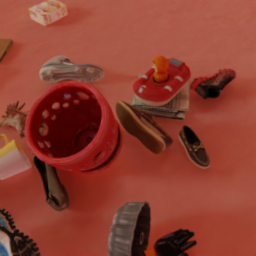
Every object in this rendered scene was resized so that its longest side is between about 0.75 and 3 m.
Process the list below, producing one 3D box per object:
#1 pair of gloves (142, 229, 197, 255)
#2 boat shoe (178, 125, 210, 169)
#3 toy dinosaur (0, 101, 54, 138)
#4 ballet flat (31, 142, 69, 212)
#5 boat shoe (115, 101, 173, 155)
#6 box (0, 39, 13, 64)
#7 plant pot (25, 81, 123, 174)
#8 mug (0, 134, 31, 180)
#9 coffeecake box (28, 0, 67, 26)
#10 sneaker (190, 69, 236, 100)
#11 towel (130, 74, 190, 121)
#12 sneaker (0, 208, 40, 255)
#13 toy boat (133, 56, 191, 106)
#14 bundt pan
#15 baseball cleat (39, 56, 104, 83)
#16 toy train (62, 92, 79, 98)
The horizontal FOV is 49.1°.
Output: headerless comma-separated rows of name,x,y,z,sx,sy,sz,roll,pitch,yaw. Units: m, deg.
pair of gloves,1.338,3.435,6.952,1.481,0.206,1.663,-25,58,-17
boat shoe,2.158,0.602,9.158,0.566,0.478,1.587,-19,53,-15
toy dinosaur,-3.270,-0.284,9.650,2.477,1.063,1.679,8,9,-17
ballet flat,-2.455,1.374,8.307,0.582,0.845,2.509,-11,54,-34
boat shoe,0.534,-0.132,9.605,0.871,0.873,2.420,-27,56,-34
box,-6.550,-3.516,12.737,2.109,0.224,1.724,4,51,2
plant pot,-1.413,0.175,8.160,2.373,2.161,2.373,-5,67,12
mug,-3.744,0.972,8.600,1.023,0.998,1.246,-32,57,-13
coffeecake box,-4.167,-6.059,14.623,1.184,0.563,1.542,33,58,24
sneaker,3.462,-1.658,10.890,2.030,0.718,0.992,-21,57,-18
towel,1.263,-1.282,10.785,2.150,0.386,2.233,9,52,7
sneaker,-3.012,3.033,6.987,0.951,0.829,2.115,-47,73,15
toy boat,1.164,-1.912,10.101,1.516,1.518,2.323,31,64,32
bundt pan,0.023,2.600,6.765,0.669,1.783,1.783,5,50,19
baseball cleat,-2.282,-2.485,11.443,2.612,0.911,1.390,0,51,-1
toy train,-2.422,-1.382,10.848,0.584,0.443,1.023,38,60,20
